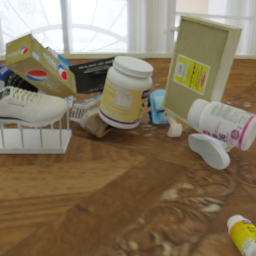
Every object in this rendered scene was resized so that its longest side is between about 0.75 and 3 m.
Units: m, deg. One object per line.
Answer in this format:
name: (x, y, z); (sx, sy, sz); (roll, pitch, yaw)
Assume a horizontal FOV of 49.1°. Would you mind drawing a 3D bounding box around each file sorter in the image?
file sorter: (-1.534, -0.446, 9.954); (0.627, 0.563, 0.904); (9, -7, 19)
file sorter: (-3.018, -0.205, 8.452); (2.334, 1.453, 1.620); (0, 19, -4)

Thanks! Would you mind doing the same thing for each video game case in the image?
video game case: (-1.074, -0.968, 9.359); (1.337, 0.120, 0.957); (-28, 20, -27)

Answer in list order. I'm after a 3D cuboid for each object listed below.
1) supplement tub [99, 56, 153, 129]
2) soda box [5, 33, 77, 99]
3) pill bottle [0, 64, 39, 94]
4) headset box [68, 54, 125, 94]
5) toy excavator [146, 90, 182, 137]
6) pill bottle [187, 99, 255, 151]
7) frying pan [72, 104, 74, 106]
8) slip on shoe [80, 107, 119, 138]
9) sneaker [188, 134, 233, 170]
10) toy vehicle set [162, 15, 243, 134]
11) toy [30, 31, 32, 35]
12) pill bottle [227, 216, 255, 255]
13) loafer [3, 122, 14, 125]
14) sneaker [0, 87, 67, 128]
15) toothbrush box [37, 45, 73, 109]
supplement tub: (-0.066, -1.065, 8.423); (1.351, 1.859, 1.351); (13, 30, -8)
soda box: (-2.146, -1.451, 7.202); (0.709, 0.670, 2.094); (-16, -22, 14)
pill bottle: (-3.219, -1.297, 8.007); (1.495, 0.836, 0.836); (23, 29, 38)
headset box: (-0.887, -1.898, 10.361); (2.002, 1.039, 2.690); (-10, 5, 7)
toy excavator: (1.299, -0.535, 9.913); (0.969, 1.886, 1.940); (-5, -8, -7)
pill bottle: (2.388, -0.134, 7.115); (1.591, 0.902, 0.902); (26, 30, 33)
frying pan: (-2.829, -1.031, 12.795); (1.560, 0.254, 0.944); (-3, 20, 0)
slip on shoe: (-0.451, -0.372, 9.906); (0.866, 1.087, 2.860); (42, 29, 17)
sneaker: (2.499, 0.516, 7.639); (1.065, 0.679, 1.842); (-7, 19, -10)
toy vehicle set: (1.964, -1.548, 8.118); (0.394, 2.974, 1.848); (-13, 36, -33)
toy: (-3.465, -2.607, 9.462); (0.307, 0.748, 1.300); (12, -27, -10)
pill bottle: (1.892, 1.756, 4.460); (0.423, 0.423, 0.774); (-2, 20, -7)
loafer: (-4.036, -0.660, 10.933); (2.045, 0.713, 0.715); (-17, 25, -40)
sneaker: (-2.576, -0.583, 6.916); (2.131, 0.858, 0.814); (-1, 47, 8)
toothbrush box: (-2.661, -1.634, 9.773); (0.844, 1.448, 1.978); (-24, 46, 29)
